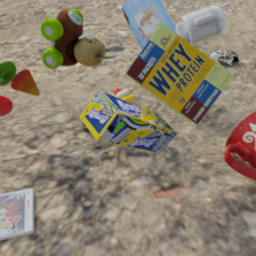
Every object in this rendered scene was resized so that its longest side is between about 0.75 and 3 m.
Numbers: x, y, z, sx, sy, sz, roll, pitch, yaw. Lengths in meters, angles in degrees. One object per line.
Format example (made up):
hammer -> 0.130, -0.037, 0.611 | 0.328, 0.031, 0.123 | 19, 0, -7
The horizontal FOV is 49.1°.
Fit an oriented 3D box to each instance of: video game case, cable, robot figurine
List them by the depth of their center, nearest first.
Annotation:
video game case -> -3.429, 2.425, 7.783 | 1.541, 0.177, 1.404 | -10, 43, -11
robot figurine -> 2.634, -3.648, 9.941 | 1.847, 1.043, 1.566 | -19, 7, 7
cable -> -0.889, -0.912, 11.103 | 2.738, 0.689, 1.330 | -33, 51, -31

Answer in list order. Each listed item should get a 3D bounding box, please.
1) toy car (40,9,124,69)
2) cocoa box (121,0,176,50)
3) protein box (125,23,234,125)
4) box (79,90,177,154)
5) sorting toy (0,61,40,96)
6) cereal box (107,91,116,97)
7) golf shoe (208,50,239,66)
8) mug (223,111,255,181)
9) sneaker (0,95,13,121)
toy car -> -1.468, -2.991, 9.989 | 2.506, 1.977, 2.058 | 15, 35, 9
cocoa box -> 0.905, -4.055, 11.228 | 1.460, 1.437, 2.190 | -28, 86, 5
protein box -> 1.253, -1.309, 7.370 | 2.088, 1.419, 2.104 | 36, 7, 2
box -> 0.104, -0.053, 6.756 | 2.499, 0.803, 0.875 | 17, 25, -51
sorting toy -> -3.468, -1.410, 8.625 | 0.886, 2.574, 0.892 | 38, 94, 8
cereal box -> -0.268, -0.739, 8.613 | 0.168, 0.612, 0.850 | -43, 78, 0
golf shoe -> 4.785, -3.481, 14.000 | 1.681, 0.654, 0.794 | -13, 43, -12
mug -> 4.288, 1.014, 8.520 | 2.234, 1.679, 2.517 | -38, 55, -3
sneaker -> -3.149, -0.823, 6.403 | 0.807, 1.190, 2.060 | 42, 13, 5
